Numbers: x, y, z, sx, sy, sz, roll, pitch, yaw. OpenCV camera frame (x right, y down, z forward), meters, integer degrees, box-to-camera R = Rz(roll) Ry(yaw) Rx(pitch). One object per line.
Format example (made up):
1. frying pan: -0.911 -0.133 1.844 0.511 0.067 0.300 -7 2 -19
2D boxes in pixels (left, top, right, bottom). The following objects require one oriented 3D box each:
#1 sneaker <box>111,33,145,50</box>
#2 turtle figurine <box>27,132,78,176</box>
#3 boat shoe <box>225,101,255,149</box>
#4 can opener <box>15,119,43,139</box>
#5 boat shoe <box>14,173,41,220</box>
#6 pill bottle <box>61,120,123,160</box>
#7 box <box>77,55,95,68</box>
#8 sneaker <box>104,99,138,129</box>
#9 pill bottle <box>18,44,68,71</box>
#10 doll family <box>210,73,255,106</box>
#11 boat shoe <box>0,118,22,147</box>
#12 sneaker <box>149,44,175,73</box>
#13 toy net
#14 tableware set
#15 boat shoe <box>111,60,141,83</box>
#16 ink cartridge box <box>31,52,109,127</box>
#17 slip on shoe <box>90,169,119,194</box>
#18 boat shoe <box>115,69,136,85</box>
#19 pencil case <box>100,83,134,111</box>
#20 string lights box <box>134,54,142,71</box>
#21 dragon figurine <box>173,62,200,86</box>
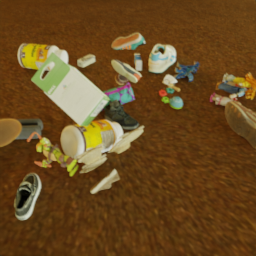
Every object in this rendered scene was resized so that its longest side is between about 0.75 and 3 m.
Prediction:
1. sneaker: 0.009 -3.312 11.145 1.441 0.576 0.514 -2 68 37
2. turtle figurine: -2.090 0.812 7.927 1.393 1.728 0.556 29 50 11
3. boat shoe: 4.249 -0.117 9.701 0.833 0.878 2.320 -11 48 -20
4. can opener: -4.500 -0.127 9.500 2.986 0.998 0.796 -3 37 -3
5. boat shoe: -2.703 1.711 7.527 0.524 0.471 1.481 -4 37 -5
6. pill bottle: -1.050 0.307 8.642 1.013 1.013 1.855 32 29 35
7. box: -2.150 -3.449 14.415 0.391 0.325 0.951 22 43 26
8. sneaker: -0.268 -0.492 10.143 1.454 0.833 0.556 28 47 28
9. pill bottle: -4.124 -3.426 13.655 2.178 1.190 1.190 8 38 10
10. doll family: 4.445 -1.603 11.381 1.463 1.062 2.358 24 43 28
11. boat shoe: -3.879 0.302 7.645 2.038 0.717 0.717 -28 17 -9
12. sneaker: 1.804 -3.739 14.195 1.005 1.061 2.628 12 38 18
13. toy net: 1.649 -1.512 11.451 0.949 0.349 1.809 2 46 -9
14. tableware set: -0.523 0.613 7.590 1.833 2.195 0.255 -28 79 -17
15. boat shoe: -0.060 -1.735 8.349 0.970 0.345 0.303 37 63 2
16. ink cartridge box: -1.539 -1.019 7.484 1.899 0.986 0.563 41 8 11
17. slip on shoe: -0.597 1.499 7.521 0.317 0.397 1.045 56 35 -2
18. boat shoe: -0.069 -1.964 10.427 0.433 0.434 1.232 -32 9 33
19. pencil case: -0.633 -1.165 10.688 1.680 0.776 0.715 -17 56 5
20. string lights box: 0.486 -3.318 14.101 0.284 0.496 0.965 -3 37 -3
21. dragon figurine: 2.706 -2.545 12.975 1.067 0.632 2.147 12 38 15
